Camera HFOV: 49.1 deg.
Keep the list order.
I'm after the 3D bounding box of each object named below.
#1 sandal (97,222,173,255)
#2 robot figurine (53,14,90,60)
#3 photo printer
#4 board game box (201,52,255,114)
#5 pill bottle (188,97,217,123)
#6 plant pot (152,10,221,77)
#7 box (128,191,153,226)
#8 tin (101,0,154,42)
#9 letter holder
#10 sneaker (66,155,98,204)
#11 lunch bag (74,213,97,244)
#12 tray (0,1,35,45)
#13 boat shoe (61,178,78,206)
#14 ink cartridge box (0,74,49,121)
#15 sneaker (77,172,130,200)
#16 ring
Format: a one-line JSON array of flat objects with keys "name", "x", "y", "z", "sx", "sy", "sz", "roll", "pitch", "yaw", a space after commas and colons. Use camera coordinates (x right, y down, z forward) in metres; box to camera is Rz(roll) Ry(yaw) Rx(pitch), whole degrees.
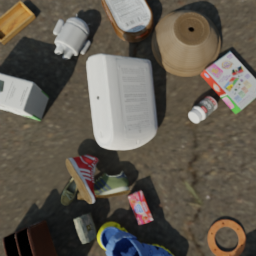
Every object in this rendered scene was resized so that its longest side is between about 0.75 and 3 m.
[{"name": "sandal", "x": 0.319, "y": 3.997, "z": 8.669, "sx": 2.895, "sy": 1.260, "sz": 1.151, "roll": 24, "pitch": 79, "yaw": 3}, {"name": "robot figurine", "x": -2.026, "y": -3.290, "z": 10.168, "sx": 1.388, "sy": 0.924, "sz": 1.636, "roll": 34, "pitch": 78, "yaw": -34}, {"name": "photo printer", "x": -0.103, "y": -0.764, "z": 8.922, "sx": 1.004, "sy": 2.406, "sz": 2.892, "roll": -4, "pitch": 94, "yaw": 42}, {"name": "board game box", "x": 3.729, "y": -1.632, "z": 9.975, "sx": 1.433, "sy": 0.378, "sz": 1.873, "roll": -35, "pitch": 81, "yaw": -20}, {"name": "pill bottle", "x": 2.590, "y": -0.619, "z": 9.751, "sx": 0.968, "sy": 0.551, "sz": 0.551, "roll": -38, "pitch": 81, "yaw": -23}, {"name": "plant pot", "x": 2.158, "y": -3.236, "z": 10.046, "sx": 2.556, "sy": 1.180, "sz": 2.556, "roll": 0, "pitch": 80, "yaw": -1}, {"name": "box", "x": 0.395, "y": 2.646, "z": 9.289, "sx": 0.509, "sy": 0.487, "sz": 1.021, "roll": -21, "pitch": 80, "yaw": -4}, {"name": "tin", "x": -0.046, "y": -4.503, "z": 10.491, "sx": 1.532, "sy": 0.573, "sz": 2.736, "roll": -24, "pitch": 75, "yaw": -4}, {"name": "letter holder", "x": -2.888, "y": 4.216, "z": 8.402, "sx": 1.176, "sy": 1.662, "sz": 2.338, "roll": -21, "pitch": 81, "yaw": -4}, {"name": "sneaker", "x": -1.245, "y": 1.577, "z": 9.123, "sx": 0.970, "sy": 0.615, "sz": 1.725, "roll": -15, "pitch": 57, "yaw": -35}, {"name": "lunch bag", "x": -1.370, "y": 3.198, "z": 8.943, "sx": 0.573, "sy": 0.974, "sz": 0.799, "roll": -19, "pitch": 79, "yaw": -3}, {"name": "tray", "x": -4.404, "y": -3.979, "z": 10.631, "sx": 1.615, "sy": 0.299, "sz": 0.797, "roll": -44, "pitch": 83, "yaw": -7}, {"name": "boat shoe", "x": -1.907, "y": 2.055, "z": 9.457, "sx": 0.436, "sy": 0.376, "sz": 1.195, "roll": 31, "pitch": 81, "yaw": 5}, {"name": "ink cartridge box", "x": -4.129, "y": -1.131, "z": 9.373, "sx": 2.368, "sy": 1.728, "sz": 0.995, "roll": 16, "pitch": 82, "yaw": 4}, {"name": "sneaker", "x": -0.840, "y": 1.924, "z": 9.440, "sx": 1.757, "sy": 0.589, "sz": 0.789, "roll": -10, "pitch": 63, "yaw": 4}, {"name": "ring", "x": 3.253, "y": 3.696, "z": 9.291, "sx": 1.248, "sy": 0.120, "sz": 1.248, "roll": 0, "pitch": 79, "yaw": -1}]
